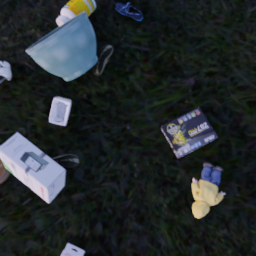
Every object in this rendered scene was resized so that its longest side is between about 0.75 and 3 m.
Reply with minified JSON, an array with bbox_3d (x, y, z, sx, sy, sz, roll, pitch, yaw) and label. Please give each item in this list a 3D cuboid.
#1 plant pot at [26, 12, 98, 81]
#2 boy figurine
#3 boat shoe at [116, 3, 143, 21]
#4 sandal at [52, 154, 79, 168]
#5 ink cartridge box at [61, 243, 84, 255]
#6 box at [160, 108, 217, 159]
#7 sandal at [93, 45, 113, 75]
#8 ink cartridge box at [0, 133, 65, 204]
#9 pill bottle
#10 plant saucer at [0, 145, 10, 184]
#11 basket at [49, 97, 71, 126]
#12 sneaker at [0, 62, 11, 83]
[{"bbox_3d":[-2.426,-3.129,11.467,2.822,2.822,1.891,-38,116,-10],"label":"plant pot"},{"bbox_3d":[3.034,2.453,10.710,1.315,0.682,2.116,19,76,1],"label":"boy figurine"},{"bbox_3d":[0.086,-5.601,13.212,1.418,0.487,0.597,22,75,7],"label":"boat shoe"},{"bbox_3d":[-2.582,1.313,11.196,1.344,0.383,0.534,-7,98,11],"label":"sandal"},{"bbox_3d":[-2.105,4.798,9.747,0.725,0.424,1.250,23,50,6],"label":"ink cartridge box"},{"bbox_3d":[2.472,0.204,11.490,1.832,0.450,1.476,-25,78,-9],"label":"box"},{"bbox_3d":[-1.141,-3.034,12.515,0.585,0.420,1.474,28,92,15],"label":"sandal"},{"bbox_3d":[-3.503,1.532,10.381,2.330,1.700,0.979,36,58,9],"label":"ink cartridge box"},{"bbox_3d":[-2.414,-5.276,12.834,1.028,1.028,1.824,36,77,10],"label":"pill bottle"},{"bbox_3d":[-5.532,1.485,11.222,1.763,0.260,1.763,0,74,0],"label":"plant saucer"},{"bbox_3d":[-2.742,-0.705,11.432,0.707,0.644,1.044,14,107,-7],"label":"basket"},{"bbox_3d":[-6.056,-2.181,12.106,2.023,0.760,0.820,-20,83,-5],"label":"sneaker"}]
